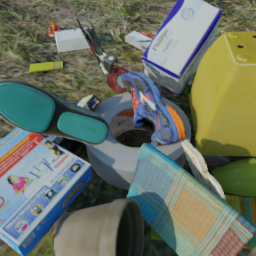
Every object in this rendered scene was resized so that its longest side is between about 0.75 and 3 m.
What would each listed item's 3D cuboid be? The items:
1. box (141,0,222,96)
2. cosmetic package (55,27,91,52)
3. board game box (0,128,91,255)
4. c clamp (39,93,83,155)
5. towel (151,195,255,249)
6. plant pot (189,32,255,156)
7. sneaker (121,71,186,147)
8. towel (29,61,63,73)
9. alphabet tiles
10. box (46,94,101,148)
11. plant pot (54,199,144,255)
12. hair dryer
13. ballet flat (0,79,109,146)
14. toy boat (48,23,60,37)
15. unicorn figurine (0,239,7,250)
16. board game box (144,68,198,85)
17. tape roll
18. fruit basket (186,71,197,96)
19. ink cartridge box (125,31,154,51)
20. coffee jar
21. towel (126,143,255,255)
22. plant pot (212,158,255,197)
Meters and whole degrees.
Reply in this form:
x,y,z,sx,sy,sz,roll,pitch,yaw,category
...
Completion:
x,y,z,sx,sy,sz,roll,pitch,yaw,category
1.590,-2.345,8.431,1.220,2.326,2.139,32,90,13,box
-2.142,-3.579,11.333,1.500,0.555,0.763,-12,49,-12,cosmetic package
-2.237,1.167,5.951,2.086,0.595,2.130,27,50,19,board game box
-2.302,-0.127,8.370,2.218,0.352,2.597,2,49,-7,c clamp
2.004,2.062,6.438,2.908,0.263,1.251,4,47,4,towel
2.779,-0.905,6.558,2.238,2.305,2.253,1,47,4,plant pot
0.437,-0.515,6.965,0.915,0.879,2.333,-30,63,-12,sneaker
-3.049,-2.283,10.476,1.216,0.110,0.523,-8,43,-6,towel
1.622,1.209,5.843,0.142,1.948,1.905,-26,20,1,alphabet tiles
-1.523,-0.175,7.662,0.312,1.130,1.655,44,72,-18,box
-0.589,2.224,5.573,1.438,1.657,1.657,-3,46,21,plant pot
-0.523,-1.931,8.124,0.710,2.614,1.991,-29,67,-4,hair dryer
-1.662,-0.277,6.063,2.716,0.915,0.865,23,3,-35,ballet flat
-3.162,-4.243,11.954,0.505,0.506,0.773,-8,48,-7,toy boat
-3.005,1.627,6.364,1.771,0.952,2.579,8,54,-19,unicorn figurine
2.030,-2.292,10.223,2.593,0.449,1.637,11,50,10,board game box
0.242,0.265,7.608,2.780,0.918,2.780,0,48,0,tape roll
2.321,-1.305,8.763,1.040,1.040,0.750,-28,61,-23,fruit basket
0.711,-3.660,11.572,1.279,0.278,1.110,34,57,26,ink cartridge box
2.772,0.024,7.662,2.210,1.152,0.943,-39,102,-29,coffee jar
0.977,1.662,5.527,0.275,1.858,2.533,-20,47,-40,towel
2.598,1.234,6.854,1.004,0.939,0.939,-7,46,16,plant pot
